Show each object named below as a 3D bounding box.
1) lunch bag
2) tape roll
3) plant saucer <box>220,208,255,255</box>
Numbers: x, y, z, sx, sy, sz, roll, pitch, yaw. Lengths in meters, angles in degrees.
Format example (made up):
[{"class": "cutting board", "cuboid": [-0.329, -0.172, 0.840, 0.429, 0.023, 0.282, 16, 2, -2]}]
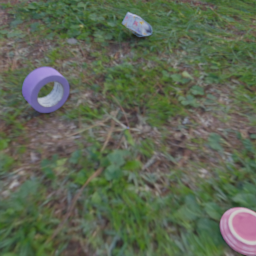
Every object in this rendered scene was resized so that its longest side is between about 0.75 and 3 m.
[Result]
[{"class": "lunch bag", "cuboid": [0.502, -5.124, 14.179, 1.285, 0.817, 1.090, 17, 21, -35]}, {"class": "tape roll", "cuboid": [-2.954, -1.354, 10.129, 1.534, 1.534, 0.652, -32, 53, -27]}, {"class": "plant saucer", "cuboid": [3.009, 2.579, 7.150, 1.239, 0.314, 1.239, 0, 46, 1]}]
